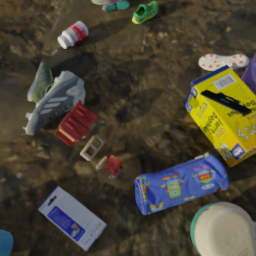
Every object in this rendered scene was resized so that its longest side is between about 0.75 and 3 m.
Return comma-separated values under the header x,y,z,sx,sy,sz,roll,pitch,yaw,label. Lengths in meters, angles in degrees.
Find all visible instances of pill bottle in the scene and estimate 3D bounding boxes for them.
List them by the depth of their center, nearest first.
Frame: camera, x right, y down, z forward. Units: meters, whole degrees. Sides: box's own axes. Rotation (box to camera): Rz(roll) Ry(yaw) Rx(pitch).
x,y,z,sx,sy,sz,roll,pitch,yaw,label
-2.227,-3.722,11.286,1.146,0.643,0.643,-42,71,-18,pill bottle

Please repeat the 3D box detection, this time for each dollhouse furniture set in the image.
x,y,z,sx,sy,sz,roll,pitch,yaw,label
-0.919,0.425,8.134,2.334,1.256,0.949,41,70,-11,dollhouse furniture set

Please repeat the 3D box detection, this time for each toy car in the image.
x,y,z,sx,sy,sz,roll,pitch,yaw,label
-5.070,3.371,7.228,2.754,2.539,2.436,-4,60,30,toy car

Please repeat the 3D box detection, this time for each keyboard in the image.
x,y,z,sx,sy,sz,roll,pitch,yaw,label
2.530,-0.683,7.237,1.297,0.134,0.824,33,35,28,keyboard

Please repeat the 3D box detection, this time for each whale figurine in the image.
x,y,z,sx,sy,sz,roll,pitch,yaw,label
2.755,3.257,7.694,2.035,1.327,2.558,-34,93,-15,whale figurine

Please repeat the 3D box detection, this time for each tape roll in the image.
x,y,z,sx,sy,sz,roll,pitch,yaw,label
5.598,-1.520,9.869,2.941,1.249,2.941,0,63,0,tape roll

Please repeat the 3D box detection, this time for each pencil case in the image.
x,y,z,sx,sy,sz,roll,pitch,yaw,label
1.554,1.626,8.360,2.849,1.112,1.238,-16,94,-8,pencil case

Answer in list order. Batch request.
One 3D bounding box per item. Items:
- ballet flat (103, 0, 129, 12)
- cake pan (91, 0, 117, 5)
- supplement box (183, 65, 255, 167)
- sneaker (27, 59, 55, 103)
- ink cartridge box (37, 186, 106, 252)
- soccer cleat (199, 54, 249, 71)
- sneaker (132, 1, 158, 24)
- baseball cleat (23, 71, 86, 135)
x,y,z,sx,sy,sz,roll,pitch,yaw,label
-0.552,-5.388,12.270,1.189,0.411,0.423,-16,54,-5,ballet flat
-1.009,-5.886,12.370,1.501,0.275,1.501,-5,50,6,cake pan
3.289,-0.397,9.163,1.513,1.503,2.762,-27,67,-13,supplement box
-3.008,-1.673,10.348,0.836,0.624,1.862,15,63,-4,sneaker
-1.660,2.662,8.313,1.922,0.356,0.910,35,69,13,ink cartridge box
3.333,-2.263,9.817,1.692,0.656,0.586,8,91,38,soccer cleat
0.778,-4.986,11.929,0.533,0.601,1.439,40,70,18,sneaker
-2.370,-0.722,9.664,1.418,0.929,2.665,30,76,-3,baseball cleat
